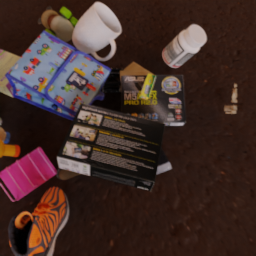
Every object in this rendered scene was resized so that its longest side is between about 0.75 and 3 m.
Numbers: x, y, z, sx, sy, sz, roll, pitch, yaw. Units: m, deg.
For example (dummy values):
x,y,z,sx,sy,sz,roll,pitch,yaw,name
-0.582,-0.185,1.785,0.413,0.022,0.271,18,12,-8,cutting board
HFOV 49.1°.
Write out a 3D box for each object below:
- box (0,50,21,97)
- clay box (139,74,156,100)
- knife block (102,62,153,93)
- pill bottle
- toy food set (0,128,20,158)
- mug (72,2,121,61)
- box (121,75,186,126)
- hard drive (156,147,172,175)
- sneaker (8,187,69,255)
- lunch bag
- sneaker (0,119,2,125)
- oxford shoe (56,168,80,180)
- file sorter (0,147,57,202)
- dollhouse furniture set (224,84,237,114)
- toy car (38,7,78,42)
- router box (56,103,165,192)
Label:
x,y,z,sx,sy,sz,roll,pitch,yaw,name
-4.517,-2.033,10.290,1.493,0.722,1.313,23,63,14,box
0.583,-1.224,8.450,0.278,1.168,0.671,19,90,0,clay box
0.007,-1.577,10.113,1.794,0.574,1.575,37,66,19,knife block
2.062,-2.996,10.351,0.928,1.629,0.928,9,69,-24,pill bottle
-4.239,0.605,7.749,1.313,2.919,1.393,14,58,-43,toy food set
-1.197,-3.490,10.789,1.892,1.659,1.397,59,32,0,mug
0.811,-0.911,9.374,2.108,0.467,1.689,0,76,-1,box
0.500,1.024,8.411,1.410,0.298,0.951,-15,47,-9,hard drive
-2.144,2.197,6.893,0.866,1.251,2.232,-7,42,9,sneaker
-2.150,-1.569,9.508,2.901,1.365,2.184,26,63,4,lunch bag
-5.433,-0.356,9.179,2.409,0.873,1.374,31,99,-1,sneaker
-1.254,1.065,8.135,1.704,0.619,0.719,-27,37,-15,oxford shoe
-2.745,1.254,7.616,1.325,0.831,0.921,-35,92,-14,file sorter
3.400,-0.966,9.343,0.399,0.818,0.697,0,27,25,dollhouse furniture set
-3.044,-4.313,11.478,1.596,1.259,1.311,39,92,27,toy car
-0.386,0.476,7.715,2.569,0.656,1.916,15,54,3,router box
